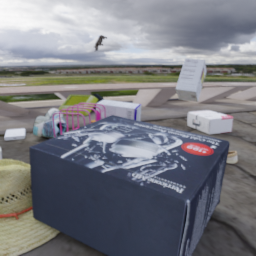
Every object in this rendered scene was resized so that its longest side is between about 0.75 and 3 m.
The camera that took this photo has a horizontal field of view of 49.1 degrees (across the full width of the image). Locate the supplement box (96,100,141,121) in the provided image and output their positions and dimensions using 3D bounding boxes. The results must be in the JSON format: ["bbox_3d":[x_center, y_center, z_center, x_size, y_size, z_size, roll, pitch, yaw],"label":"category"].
[{"bbox_3d":[-0.462,-0.676,13.544,2.012,1.018,1.040,9,19,13],"label":"supplement box"}]

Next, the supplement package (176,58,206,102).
[{"bbox_3d":[2.102,-1.589,9.282,0.674,1.231,0.700,11,-19,24],"label":"supplement package"}]

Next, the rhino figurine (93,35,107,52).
[{"bbox_3d":[-1.603,-4.669,15.477,0.448,1.024,0.306,35,8,23],"label":"rhino figurine"}]

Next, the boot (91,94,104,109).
[{"bbox_3d":[-2.704,-1.722,18.691,1.789,0.808,2.183,-10,18,-25],"label":"boot"}]

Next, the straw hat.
[{"bbox_3d":[-2.489,1.302,5.760,2.873,1.216,2.873,1,15,0],"label":"straw hat"}]

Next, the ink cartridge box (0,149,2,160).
[{"bbox_3d":[-4.601,0.883,9.171,0.808,0.335,0.593,-7,16,-27],"label":"ink cartridge box"}]

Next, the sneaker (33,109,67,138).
[{"bbox_3d":[-3.212,-0.091,12.324,1.122,1.008,2.598,18,18,0],"label":"sneaker"}]

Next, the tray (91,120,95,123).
[{"bbox_3d":[-1.396,-0.302,14.180,1.021,0.189,0.504,-11,18,-39],"label":"tray"}]

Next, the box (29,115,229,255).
[{"bbox_3d":[0.144,1.001,5.551,2.986,1.554,2.719,13,22,26],"label":"box"}]

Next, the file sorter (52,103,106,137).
[{"bbox_3d":[-1.859,-0.196,11.043,1.416,1.278,2.038,4,16,17],"label":"file sorter"}]

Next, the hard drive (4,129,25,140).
[{"bbox_3d":[-4.818,0.270,11.962,0.778,0.155,1.180,-5,15,-18],"label":"hard drive"}]

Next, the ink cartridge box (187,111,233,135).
[{"bbox_3d":[3.749,-0.291,12.992,1.276,0.743,1.752,-5,16,-20],"label":"ink cartridge box"}]

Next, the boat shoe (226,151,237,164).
[{"bbox_3d":[2.899,0.885,9.006,1.193,0.413,0.440,1,14,3],"label":"boat shoe"}]

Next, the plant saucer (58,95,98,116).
[{"bbox_3d":[-3.059,-1.466,16.861,1.986,0.476,1.989,3,35,14],"label":"plant saucer"}]
